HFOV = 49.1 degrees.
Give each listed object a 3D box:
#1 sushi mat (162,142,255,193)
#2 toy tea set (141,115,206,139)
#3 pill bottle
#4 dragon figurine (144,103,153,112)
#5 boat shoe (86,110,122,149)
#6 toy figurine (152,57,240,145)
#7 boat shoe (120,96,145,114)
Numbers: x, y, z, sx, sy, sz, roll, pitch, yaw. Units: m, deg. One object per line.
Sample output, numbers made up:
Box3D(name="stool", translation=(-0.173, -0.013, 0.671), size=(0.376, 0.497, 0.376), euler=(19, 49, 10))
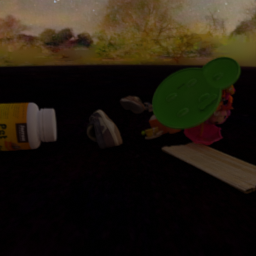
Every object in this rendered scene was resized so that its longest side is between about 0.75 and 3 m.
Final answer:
Box3D(name="sushi mat", translation=(2.194, 0.853, 6.991), size=(1.347, 0.170, 2.816), euler=(-9, 19, -29))
Box3D(name="toy tea set", translation=(1.432, -0.278, 8.778), size=(2.085, 0.772, 1.240), euler=(-16, 2, 19))
Box3D(name="pill bottle", translation=(-3.323, -0.022, 7.920), size=(2.433, 1.329, 1.329), euler=(-3, 16, -10))
Box3D(name="dragon figurine", translation=(1.305, -0.941, 12.776), size=(1.407, 0.414, 0.700), euler=(3, 16, 13))
Box3D(name="boat shoe", translation=(-0.906, 0.049, 8.593), size=(0.756, 0.839, 2.333), euler=(-21, 24, -16))
Box3D(name="toy figurine", translation=(2.114, -0.471, 7.613), size=(2.334, 2.148, 1.752), euler=(-37, 50, 9))
Box3D(name="boat shoe", translation=(0.271, -1.136, 12.678), size=(0.645, 0.681, 1.798), euler=(-36, 30, -16))
